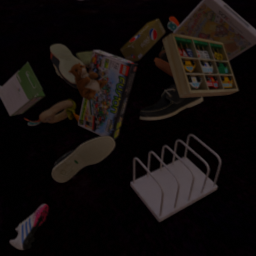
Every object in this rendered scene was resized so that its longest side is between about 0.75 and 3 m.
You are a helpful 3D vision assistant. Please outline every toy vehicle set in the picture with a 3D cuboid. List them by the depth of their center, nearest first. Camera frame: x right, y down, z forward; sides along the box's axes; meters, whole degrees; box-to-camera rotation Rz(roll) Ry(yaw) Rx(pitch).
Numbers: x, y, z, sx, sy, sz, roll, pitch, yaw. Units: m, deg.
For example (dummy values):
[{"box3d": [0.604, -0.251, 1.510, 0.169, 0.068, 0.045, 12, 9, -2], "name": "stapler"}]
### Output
[{"box3d": [2.134, -1.714, 7.929, 2.624, 0.348, 1.630, -9, 80, -43], "name": "toy vehicle set"}]

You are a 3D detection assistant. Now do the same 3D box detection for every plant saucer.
[{"box3d": [1.542, -2.045, 10.050, 1.438, 0.232, 1.438, 30, 8, -5], "name": "plant saucer"}]

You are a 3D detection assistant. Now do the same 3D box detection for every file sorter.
[{"box3d": [1.457, 1.379, 8.560, 2.290, 1.426, 1.589, -20, 44, -24], "name": "file sorter"}]

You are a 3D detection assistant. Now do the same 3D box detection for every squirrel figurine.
[{"box3d": [-1.110, -1.156, 6.932, 0.648, 0.854, 0.915, -50, 16, -22], "name": "squirrel figurine"}]

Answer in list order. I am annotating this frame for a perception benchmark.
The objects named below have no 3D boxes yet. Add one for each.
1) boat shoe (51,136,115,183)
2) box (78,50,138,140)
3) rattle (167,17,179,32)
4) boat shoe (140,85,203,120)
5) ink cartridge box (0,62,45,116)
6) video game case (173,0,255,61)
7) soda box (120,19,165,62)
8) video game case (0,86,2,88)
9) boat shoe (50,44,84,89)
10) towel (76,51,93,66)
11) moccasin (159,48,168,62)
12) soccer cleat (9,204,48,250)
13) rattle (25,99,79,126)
[{"box3d": [-1.119, 0.669, 6.927, 1.718, 0.617, 0.581, -32, 18, 3], "name": "boat shoe"}, {"box3d": [-0.703, -1.015, 8.925, 1.404, 2.550, 0.443, 23, 24, 19], "name": "box"}, {"box3d": [2.619, -3.671, 12.084, 1.585, 2.218, 1.444, 13, 28, 38], "name": "rattle"}, {"box3d": [1.461, -0.993, 9.815, 2.913, 0.985, 1.046, -26, 21, -33], "name": "boat shoe"}, {"box3d": [-3.315, -1.221, 8.987, 1.866, 0.969, 0.553, -29, -3, 32], "name": "ink cartridge box"}, {"box3d": [3.252, -3.527, 10.699, 2.416, 2.655, 0.304, 36, 71, -9], "name": "video game case"}, {"box3d": [0.674, -3.831, 12.298, 0.757, 0.716, 2.235, 3, 45, 50], "name": "soda box"}, {"box3d": [-6.507, -1.753, 13.502, 0.786, 0.090, 0.715, -12, 40, -16], "name": "video game case"}, {"box3d": [-2.429, -2.353, 11.241, 1.003, 0.882, 2.818, -17, 48, -26], "name": "boat shoe"}, {"box3d": [-2.296, -4.035, 16.183, 1.132, 0.278, 1.526, -15, 40, -19], "name": "towel"}, {"box3d": [1.665, -3.210, 12.180, 0.539, 0.510, 1.395, 43, 35, 14], "name": "moccasin"}, {"box3d": [-2.724, 2.652, 7.721, 0.599, 0.484, 1.386, 8, 40, 12], "name": "soccer cleat"}, {"box3d": [-2.794, -0.147, 11.017, 2.036, 1.455, 1.326, -29, 4, -36], "name": "rattle"}]
